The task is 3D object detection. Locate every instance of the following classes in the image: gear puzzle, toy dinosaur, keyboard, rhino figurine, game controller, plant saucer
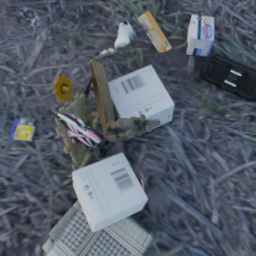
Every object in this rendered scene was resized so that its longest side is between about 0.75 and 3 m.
[{"bbox_3d":[-1.652,-0.134,8.336,0.391,2.985,1.546,7,39,29],"label":"gear puzzle"},{"bbox_3d":[-0.962,0.552,7.955,0.929,0.500,2.107,16,58,-4],"label":"toy dinosaur"},{"bbox_3d":[-0.661,0.664,9.018,0.171,0.802,1.335,24,75,17],"label":"keyboard"},{"bbox_3d":[0.163,-0.030,7.042,1.841,0.805,0.550,-12,86,-45],"label":"rhino figurine"},{"bbox_3d":[4.076,-1.960,10.799,2.488,0.524,1.298,29,80,15],"label":"game controller"},{"bbox_3d":[-0.836,-1.013,9.040,0.355,2.413,2.413,-12,62,-8],"label":"plant saucer"}]

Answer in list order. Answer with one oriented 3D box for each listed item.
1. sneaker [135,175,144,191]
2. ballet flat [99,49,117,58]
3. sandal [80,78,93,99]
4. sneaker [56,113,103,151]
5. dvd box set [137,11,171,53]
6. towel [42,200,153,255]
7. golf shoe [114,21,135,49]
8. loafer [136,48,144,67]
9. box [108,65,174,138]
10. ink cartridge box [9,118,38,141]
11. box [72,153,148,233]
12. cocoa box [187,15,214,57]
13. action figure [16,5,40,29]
[{"bbox_3d":[-0.166,2.344,8.268,0.773,0.816,1.987,39,85,28],"label":"sneaker"},{"bbox_3d":[-0.814,-3.097,11.466,0.783,0.249,0.264,-24,64,-13],"label":"ballet flat"},{"bbox_3d":[-1.486,-1.218,9.903,0.260,1.214,0.462,20,43,-19],"label":"sandal"},{"bbox_3d":[-1.300,0.116,6.933,1.315,0.528,0.568,34,101,15],"label":"sneaker"},{"bbox_3d":[0.881,-3.230,9.531,0.208,1.034,1.414,-36,104,-1],"label":"dvd box set"},{"bbox_3d":[-0.923,3.082,7.485,2.434,0.420,2.344,33,80,26],"label":"towel"},{"bbox_3d":[-0.204,-3.021,9.074,0.521,0.647,1.331,-11,33,24],"label":"golf shoe"},{"bbox_3d":[0.507,-2.764,10.953,0.271,0.777,0.292,-31,48,-29],"label":"loafer"},{"bbox_3d":[0.370,-0.861,9.531,1.770,1.163,1.779,-24,67,-5],"label":"box"},{"bbox_3d":[-3.691,0.041,9.816,0.840,0.197,0.830,6,62,1],"label":"ink cartridge box"},{"bbox_3d":[-0.516,1.662,7.288,1.462,0.956,1.455,-20,63,-21],"label":"box"},{"bbox_3d":[2.944,-3.751,11.431,0.907,0.921,1.382,8,62,4],"label":"cocoa box"},{"bbox_3d":[-3.001,-3.360,8.543,0.808,0.280,0.526,42,104,5],"label":"action figure"}]
